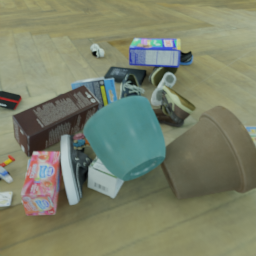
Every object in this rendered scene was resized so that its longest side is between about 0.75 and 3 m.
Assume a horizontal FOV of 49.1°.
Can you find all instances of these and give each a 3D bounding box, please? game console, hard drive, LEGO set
[{"bbox_3d":[-5.201,-1.178,11.992,1.046,0.162,0.925,13,48,-3],"label":"game console"},{"bbox_3d":[-0.121,-2.626,14.074,1.902,0.313,1.327,8,37,11],"label":"hard drive"},{"bbox_3d":[-3.572,1.454,8.337,2.534,0.622,1.893,-3,37,-10],"label":"LEGO set"}]

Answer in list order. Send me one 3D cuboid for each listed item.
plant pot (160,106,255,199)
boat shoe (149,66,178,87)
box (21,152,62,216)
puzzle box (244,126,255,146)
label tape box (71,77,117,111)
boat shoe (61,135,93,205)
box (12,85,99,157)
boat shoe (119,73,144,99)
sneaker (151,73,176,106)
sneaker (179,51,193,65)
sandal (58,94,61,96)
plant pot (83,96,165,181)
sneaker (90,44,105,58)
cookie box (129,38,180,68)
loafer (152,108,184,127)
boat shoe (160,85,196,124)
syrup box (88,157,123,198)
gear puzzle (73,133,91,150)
[{"bbox_3d":[2.072,0.900,7.876,2.184,2.504,2.504,-22,39,-2],"label":"plant pot"},{"bbox_3d":[1.626,-2.722,13.825,0.830,0.903,2.526,12,36,33],"label":"boat shoe"},{"bbox_3d":[-2.365,1.512,7.849,0.793,0.860,1.676,0,35,-6],"label":"box"},{"bbox_3d":[4.848,0.334,10.161,1.716,0.218,1.141,1,37,1],"label":"puzzle box"},{"bbox_3d":[-1.210,-1.269,11.033,1.821,1.305,0.602,-4,19,20],"label":"label tape box"},{"bbox_3d":[-1.515,1.117,8.587,0.948,1.001,2.863,-9,30,-10],"label":"boat shoe"},{"bbox_3d":[-2.442,-0.267,9.638,2.765,1.385,1.036,-32,72,-34],"label":"box"},{"bbox_3d":[0.178,-1.566,12.155,0.948,0.783,2.533,16,34,-12],"label":"boat shoe"},{"bbox_3d":[1.513,-1.572,12.430,0.684,0.873,1.757,34,67,0],"label":"sneaker"},{"bbox_3d":[2.488,-4.045,15.492,2.188,0.906,0.776,8,36,12],"label":"sneaker"},{"bbox_3d":[-2.899,-0.335,10.714,0.919,0.517,2.416,33,53,3],"label":"sandal"},{"bbox_3d":[0.051,0.403,7.296,1.974,1.974,1.584,-19,66,-24],"label":"plant pot"},{"bbox_3d":[-1.951,-4.527,16.469,0.612,0.528,1.396,-24,42,-28],"label":"sneaker"},{"bbox_3d":[1.354,-3.748,13.799,2.385,0.896,2.040,4,31,7],"label":"cookie box"},{"bbox_3d":[1.291,-0.578,11.018,1.882,0.668,0.687,9,38,12],"label":"loafer"},{"bbox_3d":[1.598,-0.882,10.327,1.014,0.898,2.770,33,11,-11],"label":"boat shoe"},{"bbox_3d":[-0.310,0.949,8.705,0.893,0.924,2.269,20,39,14],"label":"syrup box"},{"bbox_3d":[-0.949,0.244,8.779,1.602,0.210,0.830,-13,31,-4],"label":"gear puzzle"}]
